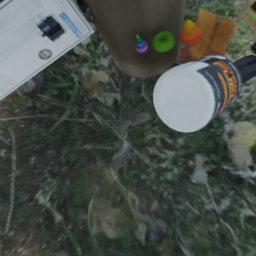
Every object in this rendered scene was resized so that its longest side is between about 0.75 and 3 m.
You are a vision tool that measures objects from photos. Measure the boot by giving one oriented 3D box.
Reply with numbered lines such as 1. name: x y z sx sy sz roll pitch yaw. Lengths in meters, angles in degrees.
1. boot: 1.948 -2.642 8.306 2.236 0.813 2.375 18 73 6

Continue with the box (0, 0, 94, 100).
1. box: -1.967 -1.475 4.550 2.443 1.425 0.735 -32 63 7

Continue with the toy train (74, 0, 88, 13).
1. toy train: -2.200 -3.122 6.151 2.767 1.577 1.179 20 61 -22

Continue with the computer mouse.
1. computer mouse: 2.723 -1.434 6.609 1.280 0.337 0.886 -37 60 18

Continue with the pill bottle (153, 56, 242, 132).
1. pill bottle: 1.480 -0.768 5.396 1.135 1.135 2.138 47 40 12

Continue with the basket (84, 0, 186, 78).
1. basket: 0.217 -2.463 5.396 1.956 2.876 2.593 11 69 14

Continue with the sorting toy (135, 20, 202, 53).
1. sorting toy: 0.617 -1.515 4.539 1.103 0.380 0.382 -9 66 15

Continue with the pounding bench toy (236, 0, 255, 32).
1. pounding bench toy: 2.658 -2.098 4.811 0.728 1.173 0.915 -40 84 -10
